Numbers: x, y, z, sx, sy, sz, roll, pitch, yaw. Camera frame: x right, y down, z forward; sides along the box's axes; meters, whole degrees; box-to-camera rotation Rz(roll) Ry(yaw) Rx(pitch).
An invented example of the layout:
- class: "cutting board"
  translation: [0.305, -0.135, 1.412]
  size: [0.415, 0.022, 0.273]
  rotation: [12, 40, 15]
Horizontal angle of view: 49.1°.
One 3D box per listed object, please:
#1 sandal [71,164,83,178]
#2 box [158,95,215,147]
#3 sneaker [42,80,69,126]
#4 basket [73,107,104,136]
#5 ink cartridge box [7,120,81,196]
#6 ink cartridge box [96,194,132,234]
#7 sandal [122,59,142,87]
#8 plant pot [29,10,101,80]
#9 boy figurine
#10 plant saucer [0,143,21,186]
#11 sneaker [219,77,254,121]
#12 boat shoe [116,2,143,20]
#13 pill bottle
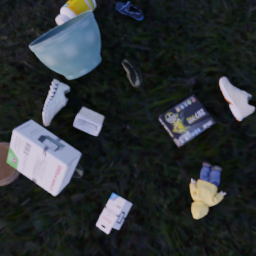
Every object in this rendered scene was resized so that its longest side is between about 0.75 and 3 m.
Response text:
- class: "sandal"
  translation: [-2.328, 1.584, 11.020]
  size: [1.344, 0.383, 0.534]
  rotation: [14, 81, 19]
- class: "box"
  translation: [2.352, -0.291, 11.368]
  size: [1.832, 0.450, 1.476]
  rotation: [-30, 80, -17]
- class: "sneaker"
  translation: [-3.006, -1.000, 11.600]
  size: [0.820, 0.760, 2.023]
  rotation: [18, 72, -13]
- class: "basket"
  translation: [-1.548, -0.267, 11.187]
  size: [1.044, 0.707, 0.644]
  rotation: [24, 48, -6]
- class: "ink cartridge box"
  translation: [-3.104, 1.111, 10.245]
  size: [2.330, 1.700, 0.979]
  rotation: [33, 33, 8]
- class: "ink cartridge box"
  translation: [-0.499, 3.040, 9.818]
  size: [0.725, 0.424, 1.250]
  rotation: [16, 72, 46]
- class: "sandal"
  translation: [0.176, -2.363, 12.183]
  size: [0.585, 0.420, 1.474]
  rotation: [-14, 63, -18]
- class: "plant pot"
  translation: [-2.255, -3.177, 11.365]
  size: [2.822, 2.822, 1.891]
  rotation: [-34, 119, -10]
- class: "boy figurine"
  translation: [2.962, 2.429, 10.567]
  size: [1.315, 0.682, 2.116]
  rotation: [16, 75, 13]
- class: "plant saucer"
  translation: [-5.076, 1.415, 11.116]
  size: [1.763, 0.260, 1.763]
  rotation: [0, 74, 0]
- class: "sneaker"
  translation: [4.449, -1.301, 11.404]
  size: [0.921, 0.758, 2.003]
  rotation: [-28, 65, 23]
- class: "boat shoe"
  translation: [0.096, -5.596, 13.110]
  size: [1.418, 0.487, 0.597]
  rotation: [22, 74, 7]
- class: "pill bottle"
  translation: [-2.404, -5.276, 12.731]
  size: [1.028, 1.028, 1.824]
  rotation: [36, 77, 10]
